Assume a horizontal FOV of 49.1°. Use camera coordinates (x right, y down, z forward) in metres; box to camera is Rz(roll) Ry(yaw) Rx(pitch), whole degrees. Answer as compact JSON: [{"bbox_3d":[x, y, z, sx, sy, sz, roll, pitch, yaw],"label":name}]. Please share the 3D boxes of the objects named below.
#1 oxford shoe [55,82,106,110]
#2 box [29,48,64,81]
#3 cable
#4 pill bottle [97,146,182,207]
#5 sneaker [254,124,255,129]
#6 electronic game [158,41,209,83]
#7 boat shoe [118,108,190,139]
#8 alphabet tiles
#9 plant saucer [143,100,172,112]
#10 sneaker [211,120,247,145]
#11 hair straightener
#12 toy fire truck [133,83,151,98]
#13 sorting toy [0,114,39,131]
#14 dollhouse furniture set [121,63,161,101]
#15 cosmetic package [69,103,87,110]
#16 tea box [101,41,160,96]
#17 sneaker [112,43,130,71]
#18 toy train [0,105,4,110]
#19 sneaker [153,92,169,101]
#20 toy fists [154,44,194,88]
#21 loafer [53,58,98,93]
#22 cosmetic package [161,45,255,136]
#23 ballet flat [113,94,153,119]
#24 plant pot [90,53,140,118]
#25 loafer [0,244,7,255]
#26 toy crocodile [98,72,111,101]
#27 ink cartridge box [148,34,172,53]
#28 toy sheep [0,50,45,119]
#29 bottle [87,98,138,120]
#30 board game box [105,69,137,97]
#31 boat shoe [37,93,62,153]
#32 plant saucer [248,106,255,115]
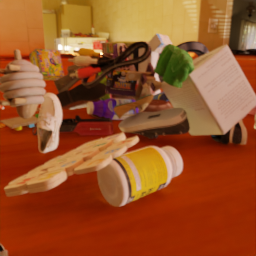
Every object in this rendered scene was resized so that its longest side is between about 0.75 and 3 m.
[{"bbox_3d":[-1.733,-1.161,10.303,2.021,0.721,0.720,-16,-12,-9],"label":"oxford shoe"},{"bbox_3d":[-2.371,-1.828,8.168,0.760,0.789,0.481,-7,-5,-43],"label":"box"},{"bbox_3d":[-0.680,-2.101,9.118,2.842,1.380,0.715,-4,-14,26],"label":"cable"},{"bbox_3d":[0.315,0.959,6.138,1.790,0.996,0.996,-15,24,-34],"label":"pill bottle"},{"bbox_3d":[5.566,-0.209,9.923,1.967,0.781,0.771,5,21,19],"label":"sneaker"},{"bbox_3d":[1.995,-2.170,9.996,1.981,1.981,0.412,-7,46,-19],"label":"electronic game"},{"bbox_3d":[0.838,-0.035,9.241,2.624,0.869,0.917,-10,30,37],"label":"boat shoe"},{"bbox_3d":[-1.276,0.737,6.390,2.812,0.210,2.875,-15,9,33],"label":"alphabet tiles"},{"bbox_3d":[1.250,-1.066,13.109,1.655,0.303,1.655,-1,18,0],"label":"plant saucer"},{"bbox_3d":[3.289,-0.031,9.493,1.072,0.700,1.916,2,19,10],"label":"sneaker"},{"bbox_3d":[-1.950,-0.035,9.971,2.813,0.576,1.082,-6,19,-4],"label":"hair straightener"},{"bbox_3d":[0.533,-1.477,10.561,0.528,0.821,0.723,44,26,22],"label":"toy fire truck"},{"bbox_3d":[-4.012,-0.172,10.536,2.277,0.310,1.282,-16,20,-39],"label":"sorting toy"},{"bbox_3d":[0.253,-1.250,9.478,1.085,1.528,1.211,-3,49,-20],"label":"dollhouse furniture set"},{"bbox_3d":[-2.263,-1.298,13.395,1.492,0.545,0.772,-13,22,-32],"label":"cosmetic package"},{"bbox_3d":[0.220,-3.197,15.270,2.839,2.886,1.928,6,20,21],"label":"tea box"},{"bbox_3d":[-0.289,-2.390,10.173,0.540,1.338,0.558,-18,24,-38],"label":"sneaker"},{"bbox_3d":[-6.192,-0.925,12.775,0.664,0.246,0.883,12,22,32],"label":"toy train"},{"bbox_3d":[1.987,-1.653,14.411,1.711,0.564,0.671,-13,19,-34],"label":"sneaker"},{"bbox_3d":[1.284,-1.773,7.785,0.618,0.916,1.796,12,23,-15],"label":"toy fists"},{"bbox_3d":[-2.165,-2.285,11.466,2.160,0.752,0.812,-40,12,-5],"label":"loafer"},{"bbox_3d":[2.470,-1.064,8.695,1.723,2.059,1.713,-37,10,-19],"label":"cosmetic package"},{"bbox_3d":[0.250,-0.705,9.631,1.575,0.496,0.541,-21,-8,-20],"label":"ballet flat"},{"bbox_3d":[-0.502,-1.865,11.920,2.337,2.500,2.337,2,18,-1],"label":"plant pot"},{"bbox_3d":[-1.896,2.014,3.966,0.462,0.428,1.228,-14,23,-34],"label":"loafer"},{"bbox_3d":[-0.891,-1.505,10.773,0.527,1.707,0.576,-10,1,-8],"label":"toy crocodile"},{"bbox_3d":[1.583,-3.974,13.302,0.975,0.611,0.627,-7,-25,-42],"label":"ink cartridge box"},{"bbox_3d":[-2.661,-1.092,7.012,1.203,1.745,1.203,-5,4,0],"label":"toy sheep"},{"bbox_3d":[-0.567,-0.698,10.321,1.862,0.778,0.608,2,-20,-24],"label":"bottle"},{"bbox_3d":[-0.231,-1.574,9.766,1.062,0.878,0.301,4,1,-10],"label":"board game box"},{"bbox_3d":[-2.249,-0.099,7.814,0.604,1.705,0.591,8,16,14],"label":"boat shoe"},{"bbox_3d":[5.966,-0.946,12.428,2.026,0.514,2.026,-1,19,0],"label":"plant saucer"}]
